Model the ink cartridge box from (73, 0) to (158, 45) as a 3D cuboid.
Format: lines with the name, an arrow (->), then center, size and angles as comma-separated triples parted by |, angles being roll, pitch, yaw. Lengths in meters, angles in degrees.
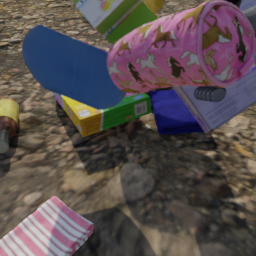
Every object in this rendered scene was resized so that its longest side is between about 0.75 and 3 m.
ink cartridge box -> -0.169, -2.235, 5.483 | 1.484, 1.097, 0.562 | 53, 12, 15

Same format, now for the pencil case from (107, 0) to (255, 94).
pencil case -> 0.615, -1.073, 4.284 | 1.079, 1.032, 2.493 | 6, 1, -29

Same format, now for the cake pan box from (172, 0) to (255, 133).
cake pan box -> 2.244, -1.651, 6.486 | 2.751, 0.720, 2.534 | -35, 83, -2

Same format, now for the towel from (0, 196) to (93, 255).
towel -> -1.695, 2.174, 5.408 | 1.294, 0.265, 1.769 | 24, 43, 30

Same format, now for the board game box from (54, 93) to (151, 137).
board game box -> -0.965, -0.960, 8.996 | 2.213, 0.583, 2.892 | -20, 36, -21

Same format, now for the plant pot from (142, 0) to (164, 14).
plant pot -> 0.040, -4.350, 8.641 | 2.016, 2.142, 2.142 | 12, 39, 18

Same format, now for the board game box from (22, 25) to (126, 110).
board game box -> -1.097, -1.345, 6.195 | 2.399, 1.895, 0.467 | 22, 56, -2

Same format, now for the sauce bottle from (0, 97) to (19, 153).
sauce bottle -> -3.580, -0.125, 8.099 | 0.701, 0.701, 2.125 | -8, 35, -11

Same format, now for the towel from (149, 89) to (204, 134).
towel -> 1.573, -0.557, 8.906 | 1.574, 0.528, 2.132 | -7, 37, 2

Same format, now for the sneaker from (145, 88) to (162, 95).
sneaker -> 1.387, -2.182, 10.492 | 1.037, 1.132, 2.658 | 27, 44, 32

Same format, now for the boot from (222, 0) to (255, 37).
boot -> 2.061, -2.068, 5.251 | 1.653, 1.088, 0.577 | -31, 65, 5
